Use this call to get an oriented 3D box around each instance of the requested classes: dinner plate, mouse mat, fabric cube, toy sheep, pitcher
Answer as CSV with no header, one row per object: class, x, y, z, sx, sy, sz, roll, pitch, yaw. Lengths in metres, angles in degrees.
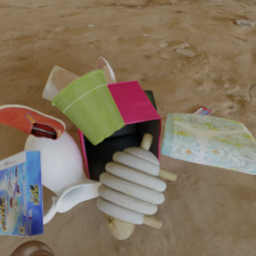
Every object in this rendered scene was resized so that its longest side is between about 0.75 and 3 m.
dinner plate,-0.795,-1.746,11.538,0.286,2.356,2.356,-15,42,-17
mouse mat,0.539,-1.282,13.226,1.446,0.068,1.798,-2,40,-3
fabric cube,-0.462,0.140,9.593,2.430,2.477,2.469,-11,39,-12
toy sheep,0.164,1.579,7.710,2.021,2.021,2.931,15,77,18
pitcher,-2.467,1.417,8.837,2.380,1.681,2.774,-30,58,-17

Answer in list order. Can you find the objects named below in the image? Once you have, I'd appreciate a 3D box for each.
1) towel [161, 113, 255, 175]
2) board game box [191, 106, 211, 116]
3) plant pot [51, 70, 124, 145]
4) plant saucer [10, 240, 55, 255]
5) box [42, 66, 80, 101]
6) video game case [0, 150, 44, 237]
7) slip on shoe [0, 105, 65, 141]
towel,2.307,0.280,8.090,2.556,0.719,2.986,9,19,9
board game box,3.161,-0.602,12.349,0.556,0.105,1.079,29,47,32
plant pot,-0.890,-0.429,7.255,1.596,1.596,1.515,-34,90,-34
plant saucer,-1.826,2.996,5.539,0.268,1.465,1.465,-18,32,26
box,-2.105,-1.388,11.437,2.451,0.953,1.164,22,65,-21
video game case,-2.920,1.771,7.456,0.470,1.873,2.066,6,72,-43
slip on shoe,-2.926,-0.134,8.274,2.088,0.774,0.639,17,32,-14
